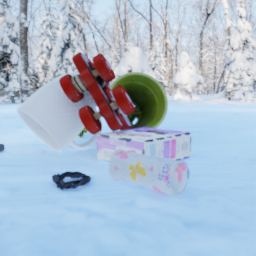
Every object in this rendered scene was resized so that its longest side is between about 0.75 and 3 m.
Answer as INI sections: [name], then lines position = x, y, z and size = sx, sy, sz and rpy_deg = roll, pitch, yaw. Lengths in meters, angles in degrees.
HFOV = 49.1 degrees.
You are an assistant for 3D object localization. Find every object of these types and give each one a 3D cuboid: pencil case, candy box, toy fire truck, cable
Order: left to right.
[cable]
position = -1.320, 1.271, 6.720
size = 0.857, 0.267, 1.050
rpy_deg = 1, 3, -33
[toy fire truck]
position = -0.893, -1.125, 9.682
size = 1.627, 2.902, 2.437
rpy_deg = -31, -3, 8
[candy box]
position = 0.541, 0.589, 9.239
size = 2.072, 0.884, 2.471
rpy_deg = 7, 10, 43
[pencil case]
position = 0.446, 1.000, 6.528
size = 1.904, 0.792, 0.864
rpy_deg = 6, -1, 40

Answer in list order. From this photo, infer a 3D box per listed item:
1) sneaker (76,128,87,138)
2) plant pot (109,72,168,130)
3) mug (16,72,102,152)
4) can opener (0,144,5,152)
[sneaker]
position = -2.783, 0.002, 13.929
size = 1.092, 1.078, 2.858
rpy_deg = -7, -3, 2
[plant pot]
position = 0.146, -0.846, 12.796
size = 2.644, 2.644, 2.510
rpy_deg = -2, -10, -13
[mug]
position = -2.177, -0.497, 10.573
size = 2.567, 2.928, 2.162
rpy_deg = -48, 26, -22
[can opener]
position = -4.971, 0.729, 9.568
size = 0.494, 0.624, 1.878
rpy_deg = 1, 3, 13
